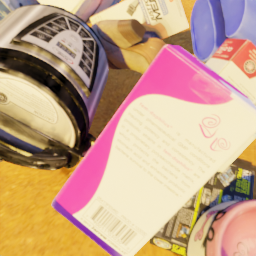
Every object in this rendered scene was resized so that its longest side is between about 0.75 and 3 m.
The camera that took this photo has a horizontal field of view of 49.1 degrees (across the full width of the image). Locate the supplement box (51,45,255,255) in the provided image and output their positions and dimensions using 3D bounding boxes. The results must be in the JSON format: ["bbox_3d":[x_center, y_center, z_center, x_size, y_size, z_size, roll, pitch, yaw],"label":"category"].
[{"bbox_3d":[0.378,0.357,4.341,1.484,2.932,1.515,39,23,3],"label":"supplement box"}]

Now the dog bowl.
[{"bbox_3d":[2.478,2.526,5.139,2.647,0.976,2.647,4,60,-6],"label":"dog bowl"}]

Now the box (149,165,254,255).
[{"bbox_3d":[1.780,1.803,6.522,1.959,0.541,2.445,16,49,13],"label":"box"}]

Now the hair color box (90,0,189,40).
[{"bbox_3d":[0.302,-2.770,7.292,2.246,1.245,0.718,-20,22,16],"label":"hair color box"}]

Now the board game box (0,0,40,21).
[{"bbox_3d":[-2.603,-3.527,8.021,0.601,2.770,2.757,-9,63,20],"label":"board game box"}]

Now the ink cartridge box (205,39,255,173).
[{"bbox_3d":[1.899,-0.427,5.565,2.117,1.542,0.876,-49,19,9],"label":"ink cartridge box"}]

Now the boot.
[{"bbox_3d":[0.058,-1.665,6.699,1.655,2.264,0.795,-2,49,49],"label":"boot"}]

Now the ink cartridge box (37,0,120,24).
[{"bbox_3d":[-1.493,-3.908,7.562,1.945,1.133,2.690,46,28,-6],"label":"ink cartridge box"}]

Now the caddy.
[{"bbox_3d":[2.505,-2.414,6.503,1.339,1.804,2.551,13,60,-22],"label":"caddy"}]

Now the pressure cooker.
[{"bbox_3d":[-1.763,-0.608,5.247,2.521,2.560,2.866,1,44,13],"label":"pressure cooker"}]
